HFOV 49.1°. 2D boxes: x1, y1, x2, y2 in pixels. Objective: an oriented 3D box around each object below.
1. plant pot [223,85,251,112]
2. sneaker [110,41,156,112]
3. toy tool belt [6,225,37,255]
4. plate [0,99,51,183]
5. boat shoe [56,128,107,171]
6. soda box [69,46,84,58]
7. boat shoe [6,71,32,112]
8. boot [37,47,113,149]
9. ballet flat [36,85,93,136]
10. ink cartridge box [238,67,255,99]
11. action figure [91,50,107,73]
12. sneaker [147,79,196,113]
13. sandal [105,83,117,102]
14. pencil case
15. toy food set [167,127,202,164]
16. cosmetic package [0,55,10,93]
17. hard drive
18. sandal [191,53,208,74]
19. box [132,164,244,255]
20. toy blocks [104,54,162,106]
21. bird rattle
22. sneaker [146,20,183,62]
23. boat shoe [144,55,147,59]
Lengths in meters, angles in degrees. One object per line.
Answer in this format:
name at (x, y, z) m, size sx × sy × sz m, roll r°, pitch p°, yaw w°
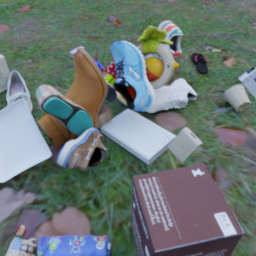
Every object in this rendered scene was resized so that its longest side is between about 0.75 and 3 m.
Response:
plant pot at (4.261, -1.077, 10.811) m, size 0.872 × 0.872 × 0.798 m, roll -10°, pitch 54°, yaw -11°
sneaker at (-0.001, -1.709, 9.129) m, size 1.145 × 0.998 × 2.545 m, roll -16°, pitch 78°, yaw -40°
toy tool belt at (-2.471, 2.885, 6.594) m, size 0.631 × 0.641 × 1.026 m, roll 27°, pitch 43°, yaw -17°
plate at (-3.365, 0.388, 8.233) m, size 1.891 × 1.887 × 0.306 m, roll -28°, pitch -2°, yaw 10°
boat shoe at (-1.101, 0.692, 7.860) m, size 0.859 × 0.858 × 2.374 m, roll 29°, pitch 20°, yaw 7°
soda box at (-2.592, -3.847, 14.223) m, size 0.288 × 0.267 × 0.841 m, roll 24°, pitch 46°, yaw 25°
boat shoe at (-4.350, -1.329, 11.025) m, size 0.911 × 0.793 × 2.473 m, roll -12°, pitch 43°, yaw -13°
boot at (-1.784, -0.765, 8.722) m, size 2.319 × 2.998 × 1.105 m, roll -30°, pitch 42°, yaw -17°
ballet flat at (-1.740, -0.506, 7.911) m, size 0.810 × 2.379 × 0.800 m, roll -42°, pitch 60°, yaw -3°
ink cartridge box at (3.805, -1.289, 8.336) m, size 0.537 × 1.080 × 0.212 m, roll -39°, pitch 32°, yaw 23°
action figure at (-1.479, -3.130, 13.166) m, size 0.446 × 0.676 × 1.366 m, roll -24°, pitch 45°, yaw -25°
sneaker at (1.685, -1.158, 10.819) m, size 2.419 × 0.901 × 1.054 m, roll -29°, pitch 54°, yaw -28°
sandal at (-0.784, -1.373, 9.869) m, size 0.454 × 1.195 × 0.256 m, roll -34°, pitch 43°, yaw 7°
pencil case at (-1.240, 2.864, 6.443) m, size 1.720 × 0.671 × 0.747 m, roll -1°, pitch 21°, yaw 0°
toy food set at (1.522, 0.492, 7.595) m, size 0.258 × 0.856 × 0.614 m, roll -4°, pitch 47°, yaw -51°
cosmetic package at (-6.139, -1.755, 11.016) m, size 1.008 × 1.491 × 2.835 m, roll 24°, pitch 46°, yaw 27°
hard drive at (0.330, 0.218, 9.686) m, size 2.224 × 0.292 × 1.467 m, roll 32°, pitch 52°, yaw 31°
sandal at (3.474, -3.188, 13.391) m, size 0.663 × 0.398 × 1.765 m, roll -2°, pitch 42°, yaw -2°
box at (1.079, 2.202, 6.139) m, size 1.712 × 2.086 × 1.730 m, roll -8°, pitch 42°, yaw -9°
toy blocks at (0.151, -2.234, 10.962) m, size 2.203 × 0.800 × 1.836 m, roll -46°, pitch 62°, yaw 12°
bird rattle at (0.570, -2.242, 9.770) m, size 2.048 × 2.512 × 1.415 m, roll 49°, pitch 19°, yaw 8°
sneaker at (1.499, -2.968, 11.345) m, size 0.868 × 2.464 × 1.152 m, roll -12°, pitch 46°, yaw -32°
boat shoe at (1.023, -4.014, 14.144) m, size 0.482 × 0.618 × 1.361 m, roll 22°, pitch 46°, yaw 22°
